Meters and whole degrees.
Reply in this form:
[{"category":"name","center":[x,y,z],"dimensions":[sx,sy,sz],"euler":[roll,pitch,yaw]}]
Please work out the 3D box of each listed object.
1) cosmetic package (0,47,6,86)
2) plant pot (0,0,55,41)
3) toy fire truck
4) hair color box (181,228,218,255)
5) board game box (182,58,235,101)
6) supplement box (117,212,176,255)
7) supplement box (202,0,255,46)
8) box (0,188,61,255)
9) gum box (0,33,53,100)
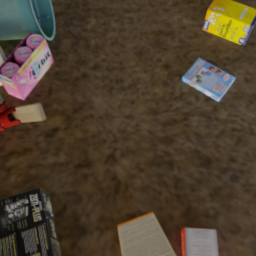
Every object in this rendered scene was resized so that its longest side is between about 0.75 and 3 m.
[{"category":"cosmetic package","center":[-5.427,-2.359,9.736],"dimensions":[2.034,1.677,1.678],"euler":[-23,63,-14]},{"category":"plant pot","center":[-4.372,-4.430,10.633],"dimensions":[2.410,2.461,2.461],"euler":[-6,61,5]},{"category":"toy fire truck","center":[-3.953,-0.762,8.081],"dimensions":[2.849,2.507,1.833],"euler":[-18,34,-3]},{"category":"hair color box","center":[1.847,3.508,7.152],"dimensions":[0.876,0.529,1.726],"euler":[4,60,1]},{"category":"board game box","center":[2.931,-1.786,10.221],"dimensions":[1.542,0.282,1.166],"euler":[34,66,17]},{"category":"supplement box","center":[0.577,3.164,5.751],"dimensions":[1.024,2.786,1.756],"euler":[-19,95,-5]},{"category":"supplement box","center":[4.085,-4.280,11.188],"dimensions":[1.840,1.001,1.008],"euler":[27,65,14]},{"category":"box","center":[-2.849,3.062,7.090],"dimensions":[2.012,1.058,2.457],"euler":[-17,62,-9]},{"category":"gum box","center":[-3.561,-2.220,9.930],"dimensions":[0.704,1.208,2.128],"euler":[22,63,12]}]
